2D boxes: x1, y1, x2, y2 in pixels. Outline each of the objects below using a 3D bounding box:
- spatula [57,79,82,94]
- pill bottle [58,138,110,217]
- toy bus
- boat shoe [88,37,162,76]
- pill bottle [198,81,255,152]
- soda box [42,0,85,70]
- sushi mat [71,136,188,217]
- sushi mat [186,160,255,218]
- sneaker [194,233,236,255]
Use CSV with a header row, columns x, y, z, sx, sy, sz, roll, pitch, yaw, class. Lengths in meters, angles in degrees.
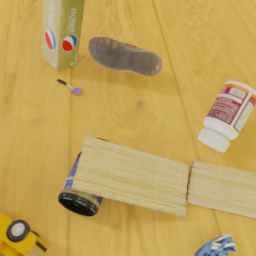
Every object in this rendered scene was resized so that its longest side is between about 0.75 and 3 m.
x,y,z,sx,sy,sz,roll,pitch,yaw,class
-1.985,-1.410,9.396,1.086,0.112,0.307,32,57,21,spatula
-0.936,1.173,6.976,0.997,0.997,1.783,15,56,10,pill bottle
-3.325,2.220,6.234,2.987,0.972,1.169,25,58,17,toy bus
-0.085,-2.343,9.294,2.573,0.974,0.924,23,21,8,boat shoe
2.717,-0.301,7.718,0.982,0.982,1.792,30,87,20,pill bottle
-2.125,-3.344,9.055,0.892,2.785,0.943,-28,60,-37,soda box
0.181,1.163,6.730,2.866,0.173,1.371,17,58,-14,sushi mat
2.788,1.598,7.137,2.526,0.153,1.208,11,62,8,sushi mat
1.959,2.729,6.252,1.019,0.377,0.419,-20,59,-13,sneaker
